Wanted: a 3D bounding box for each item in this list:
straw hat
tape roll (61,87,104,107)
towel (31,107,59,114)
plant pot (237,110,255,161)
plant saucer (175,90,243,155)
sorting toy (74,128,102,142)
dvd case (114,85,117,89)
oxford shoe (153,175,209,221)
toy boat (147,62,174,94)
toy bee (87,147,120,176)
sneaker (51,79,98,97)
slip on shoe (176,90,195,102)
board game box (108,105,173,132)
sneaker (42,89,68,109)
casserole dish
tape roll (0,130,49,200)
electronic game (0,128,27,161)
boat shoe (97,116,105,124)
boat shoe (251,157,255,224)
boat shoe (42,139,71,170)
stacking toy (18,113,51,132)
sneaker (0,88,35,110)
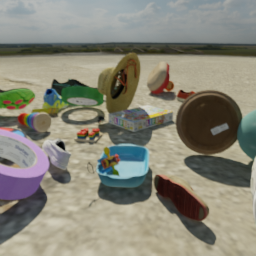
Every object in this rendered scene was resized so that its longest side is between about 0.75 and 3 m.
[{"bbox_3d":[-0.636,-1.951,12.056,1.203,2.842,2.842,21,26,23],"label":"straw hat"},{"bbox_3d":[-2.129,-1.434,13.105,1.955,0.470,1.955,2,-9,0],"label":"tape roll"},{"bbox_3d":[-3.696,-0.768,12.477,1.162,0.105,0.500,-6,-20,-29],"label":"towel"},{"bbox_3d":[3.910,0.230,7.530,1.839,1.839,1.476,-12,13,-33],"label":"plant pot"},{"bbox_3d":[2.371,-0.150,8.229,1.939,1.939,0.286,3,4,10],"label":"plant saucer"},{"bbox_3d":[-1.378,0.218,9.770,0.775,0.270,0.770,4,18,13],"label":"sorting toy"},{"bbox_3d":[-0.663,-1.740,14.314,0.178,1.180,1.616,-34,32,-22],"label":"dvd case"},{"bbox_3d":[1.199,1.359,5.894,0.611,0.576,1.635,-3,19,-27],"label":"oxford shoe"},{"bbox_3d":[2.202,-2.933,17.580,1.651,1.648,2.525,37,30,-13],"label":"toy boat"},{"bbox_3d":[-0.424,0.884,6.820,0.635,0.764,1.168,-25,12,16],"label":"toy bee"},{"bbox_3d":[-2.701,-2.102,15.149,2.944,1.167,1.110,-4,5,-18],"label":"sneaker"},{"bbox_3d":[3.442,-1.662,14.944,1.931,0.591,0.715,18,24,39],"label":"slip on shoe"},{"bbox_3d":[0.539,-0.441,11.547,2.277,0.390,1.531,-16,24,-40],"label":"board game box"},{"bbox_3d":[-3.459,-1.441,13.529,0.757,1.050,1.998,4,19,12],"label":"sneaker"},{"bbox_3d":[-0.101,0.976,7.286,1.276,0.409,2.107,2,19,5],"label":"casserole dish"},{"bbox_3d":[-2.785,0.758,6.298,1.870,0.614,1.870,28,15,-8],"label":"tape roll"},{"bbox_3d":[-4.475,0.485,8.510,2.670,0.556,2.670,0,19,0],"label":"electronic game"},{"bbox_3d":[-1.068,-0.323,10.943,0.310,0.275,0.829,-19,1,-7],"label":"boat shoe"},{"bbox_3d":[2.759,1.210,5.473,0.764,0.698,2.124,3,54,13],"label":"boat shoe"},{"bbox_3d":[-1.978,0.594,7.851,0.575,0.548,1.598,30,3,-27],"label":"boat shoe"},{"bbox_3d":[-3.727,-0.281,10.790,1.713,0.731,0.731,8,19,40],"label":"stacking toy"},{"bbox_3d":[-5.684,-1.398,12.446,2.955,1.134,1.238,-10,51,-10],"label":"sneaker"}]
